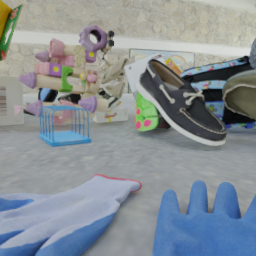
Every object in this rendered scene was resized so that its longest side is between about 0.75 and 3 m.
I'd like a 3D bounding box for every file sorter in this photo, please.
[{"bbox_3d":[-1.448,-0.096,6.264,0.849,0.750,1.223,-4,9,-29],"label":"file sorter"}]

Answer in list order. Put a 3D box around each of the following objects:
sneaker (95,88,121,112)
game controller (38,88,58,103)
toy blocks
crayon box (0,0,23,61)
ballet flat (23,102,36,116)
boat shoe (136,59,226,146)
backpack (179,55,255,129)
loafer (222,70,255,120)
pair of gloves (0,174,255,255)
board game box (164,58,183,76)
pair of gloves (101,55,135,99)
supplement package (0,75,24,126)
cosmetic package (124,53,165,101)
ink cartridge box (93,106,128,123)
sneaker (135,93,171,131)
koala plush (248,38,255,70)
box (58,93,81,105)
[{"bbox_3d":[-0.768,-0.936,8.906,0.568,0.658,1.501,-38,24,-17],"label":"sneaker"},{"bbox_3d":[-3.281,-1.443,11.346,0.477,1.183,2.267,19,21,-27],"label":"game controller"},{"bbox_3d":[-1.869,-1.376,7.594,2.118,2.351,2.516,5,-9,-29],"label":"toy blocks"},{"bbox_3d":[-3.982,-2.324,7.135,2.676,1.699,0.680,-6,-24,30],"label":"crayon box"},{"bbox_3d":[-4.023,-0.795,11.371,1.529,0.520,0.523,1,-24,-13],"label":"ballet flat"},{"bbox_3d":[1.113,-0.624,5.895,0.946,0.772,2.560,-4,38,-34],"label":"boat shoe"},{"bbox_3d":[2.456,-0.923,7.819,2.115,1.423,1.930,-3,45,13],"label":"backpack"},{"bbox_3d":[2.829,-0.292,4.957,2.675,1.006,0.932,22,62,41],"label":"loafer"},{"bbox_3d":[-0.020,0.747,2.142,2.606,0.297,2.095,5,9,25],"label":"pair of gloves"},{"bbox_3d":[2.151,-1.269,9.766,2.521,0.378,1.204,41,17,-39],"label":"board game box"},{"bbox_3d":[-0.533,-1.609,10.452,0.381,2.172,1.847,30,-35,-27],"label":"pair of gloves"},{"bbox_3d":[-4.601,-0.974,9.370,1.558,1.553,2.657,-5,10,-32],"label":"supplement package"},{"bbox_3d":[0.803,-1.347,9.404,1.314,1.315,1.594,-21,-38,7],"label":"cosmetic package"},{"bbox_3d":[-0.634,-0.467,9.571,1.074,0.448,0.779,-6,9,-15],"label":"ink cartridge box"},{"bbox_3d":[0.750,-0.445,7.528,1.110,1.017,2.650,4,8,2],"label":"sneaker"},{"bbox_3d":[4.540,-0.782,7.112,2.646,2.742,2.984,-8,-15,16],"label":"koala plush"},{"bbox_3d":[-2.071,-0.870,10.441,0.725,0.867,1.167,-29,16,-13],"label":"box"}]
